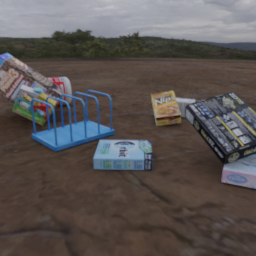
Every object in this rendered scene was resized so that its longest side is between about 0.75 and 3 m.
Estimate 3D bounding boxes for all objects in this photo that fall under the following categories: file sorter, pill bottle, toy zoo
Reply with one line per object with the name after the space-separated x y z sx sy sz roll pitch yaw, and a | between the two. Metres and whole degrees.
-2.047 -0.403 10.316 2.540 1.558 1.763 -17 24 -40 | file sorter
-4.465 -1.869 14.808 2.658 1.492 1.492 -9 20 -26 | pill bottle
-3.647 -0.902 10.881 1.361 2.075 0.212 28 53 -18 | toy zoo

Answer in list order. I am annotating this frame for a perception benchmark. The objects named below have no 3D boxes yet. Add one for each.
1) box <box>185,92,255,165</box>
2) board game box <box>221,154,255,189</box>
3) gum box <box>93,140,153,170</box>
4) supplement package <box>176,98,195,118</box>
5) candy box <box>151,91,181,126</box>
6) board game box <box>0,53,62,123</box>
2.842 -0.100 7.887 1.704 0.519 2.114 -18 45 -12 | box
3.652 1.086 7.583 1.940 0.421 1.931 8 19 23 | board game box
-0.121 0.801 8.536 1.688 0.376 1.434 0 19 2 | gum box
2.429 -0.975 13.311 1.347 0.738 0.766 8 20 23 | supplement package
1.625 -0.880 12.257 1.048 0.502 1.815 -7 41 2 | candy box
-4.558 -1.829 12.440 2.914 1.411 2.323 33 7 -22 | board game box
